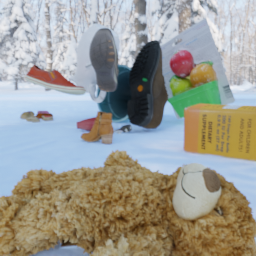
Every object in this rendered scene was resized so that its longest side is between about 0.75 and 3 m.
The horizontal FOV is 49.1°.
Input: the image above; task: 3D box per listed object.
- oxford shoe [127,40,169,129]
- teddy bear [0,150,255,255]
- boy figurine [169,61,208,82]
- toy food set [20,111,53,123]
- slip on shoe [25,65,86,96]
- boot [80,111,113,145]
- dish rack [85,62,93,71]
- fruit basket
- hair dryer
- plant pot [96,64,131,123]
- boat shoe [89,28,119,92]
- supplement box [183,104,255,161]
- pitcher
[{"bbox_3d":[0.677,-1.266,8.357,0.991,2.727,1.151,-3,-15,44],"label":"oxford shoe"},{"bbox_3d":[-0.110,0.616,2.297,2.194,0.732,1.590,4,12,27],"label":"teddy bear"},{"bbox_3d":[2.490,-1.975,11.066,1.183,0.613,1.902,24,-32,-29],"label":"boy figurine"},{"bbox_3d":[-3.555,-0.490,11.107,1.223,0.303,1.923,-7,11,-39],"label":"toy food set"},{"bbox_3d":[-2.408,-1.581,9.343,2.218,0.679,0.822,19,1,15],"label":"slip on shoe"},{"bbox_3d":[-0.739,-0.023,6.529,0.937,0.727,0.359,7,11,39],"label":"boot"},{"bbox_3d":[-0.836,-2.117,8.579,0.905,0.230,1.055,-16,23,25],"label":"dish rack"},{"bbox_3d":[2.177,-1.862,9.653,1.304,2.783,2.578,-14,-3,-39],"label":"fruit basket"},{"bbox_3d":[-0.809,-0.058,7.798,1.597,0.434,1.216,5,11,35],"label":"hair dryer"},{"bbox_3d":[0.240,-1.221,10.840,2.103,2.103,2.060,8,4,41],"label":"plant pot"},{"bbox_3d":[-0.628,-1.898,7.717,0.736,1.975,0.724,7,51,3],"label":"boat shoe"},{"bbox_3d":[2.502,0.082,5.110,2.840,0.945,0.977,4,10,29],"label":"supplement box"},{"bbox_3d":[-1.064,-2.230,9.826,1.401,2.312,1.983,-2,40,-46],"label":"pitcher"}]
